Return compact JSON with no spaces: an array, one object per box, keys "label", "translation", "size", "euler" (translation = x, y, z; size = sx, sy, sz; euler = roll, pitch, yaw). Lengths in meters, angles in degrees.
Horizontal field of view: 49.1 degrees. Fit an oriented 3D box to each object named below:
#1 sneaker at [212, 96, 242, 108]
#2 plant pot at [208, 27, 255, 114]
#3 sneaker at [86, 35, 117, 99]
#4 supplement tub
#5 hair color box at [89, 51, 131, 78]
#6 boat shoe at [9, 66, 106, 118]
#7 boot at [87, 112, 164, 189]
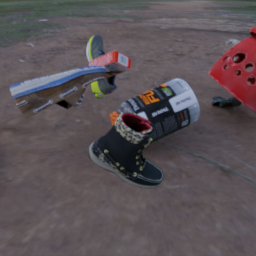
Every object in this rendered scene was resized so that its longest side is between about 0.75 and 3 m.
[{"label":"sneaker","translation":[4.100,-1.009,11.727],"size":[1.201,0.453,0.476],"euler":[7,43,26]},{"label":"plant pot","translation":[4.690,-2.071,10.079],"size":[2.705,2.463,2.705],"euler":[31,23,-15]},{"label":"sneaker","translation":[-0.904,-2.382,10.666],"size":[0.975,2.408,0.890],"euler":[-10,0,30]},{"label":"supplement tub","translation":[0.799,-0.397,8.948],"size":[2.574,1.577,1.577],"euler":[-25,36,-9]},{"label":"hair color box","translation":[-0.626,-2.047,9.219],"size":[0.733,0.423,1.322],"euler":[16,-16,-43]},{"label":"boat shoe","translation":[-1.879,-1.095,8.266],"size":[2.957,1.070,1.068],"euler":[-23,15,-31]},{"label":"boot","translation":[0.210,0.475,5.229],"size":[1.663,1.256,0.600],"euler":[28,43,-16]}]
